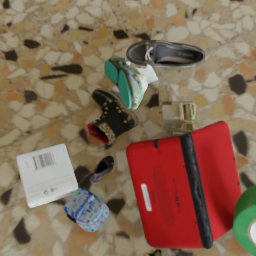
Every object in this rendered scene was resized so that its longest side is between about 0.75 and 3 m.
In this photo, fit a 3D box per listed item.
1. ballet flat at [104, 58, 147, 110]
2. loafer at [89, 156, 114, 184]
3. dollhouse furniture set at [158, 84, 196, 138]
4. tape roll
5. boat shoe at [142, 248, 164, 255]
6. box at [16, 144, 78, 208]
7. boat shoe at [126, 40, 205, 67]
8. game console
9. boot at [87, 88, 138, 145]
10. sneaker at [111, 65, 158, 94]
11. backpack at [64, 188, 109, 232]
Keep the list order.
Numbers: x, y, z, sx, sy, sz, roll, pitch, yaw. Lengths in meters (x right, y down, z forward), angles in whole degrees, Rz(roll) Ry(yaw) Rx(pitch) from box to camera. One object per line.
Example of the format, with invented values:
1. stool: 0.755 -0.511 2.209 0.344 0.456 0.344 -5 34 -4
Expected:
1. ballet flat: 0.051 -1.318 7.579 0.932 0.932 2.510 -18 40 -9
2. loafer: -0.666 1.073 7.639 0.385 0.338 1.072 27 39 11
3. dollhouse furniture set: 1.487 -0.739 8.058 1.119 1.780 2.013 -2 61 4
4. tape roll: 3.728 2.264 6.249 2.581 2.581 0.620 21 45 10
5. boat shoe: 0.662 3.017 6.432 0.464 1.296 0.493 30 90 33
6. box: -2.158 1.272 7.487 1.295 0.851 1.301 -16 74 -20
7. boat shoe: 1.234 -2.454 9.242 2.643 0.753 0.884 4 103 2
8. game console: 1.533 1.440 7.266 2.399 1.652 2.784 -11 96 25
9. boot: -0.713 -0.366 8.391 1.769 0.647 1.332 42 51 10
10. sneaker: 0.149 -1.555 9.142 1.627 0.572 0.652 -24 96 -17
11. backpack: -1.037 2.136 7.233 0.972 0.654 0.887 24 61 36
